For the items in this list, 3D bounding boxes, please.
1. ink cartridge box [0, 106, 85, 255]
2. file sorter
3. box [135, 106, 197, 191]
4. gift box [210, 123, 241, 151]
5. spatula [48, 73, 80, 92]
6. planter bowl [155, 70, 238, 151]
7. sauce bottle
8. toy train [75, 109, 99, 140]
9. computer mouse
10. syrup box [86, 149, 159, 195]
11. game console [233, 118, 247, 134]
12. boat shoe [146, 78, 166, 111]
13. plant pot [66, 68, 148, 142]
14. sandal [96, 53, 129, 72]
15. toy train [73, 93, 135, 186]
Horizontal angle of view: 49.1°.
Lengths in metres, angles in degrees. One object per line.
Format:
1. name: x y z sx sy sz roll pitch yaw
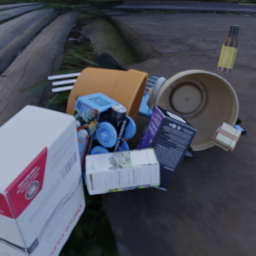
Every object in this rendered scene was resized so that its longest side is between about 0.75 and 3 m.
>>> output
1. ink cartridge box: -1.997 1.389 5.940 1.232 2.955 2.146 14 39 15
2. file sorter: 0.973 -1.458 12.515 1.220 1.079 1.759 24 39 32
3. box: 0.922 0.533 7.943 0.997 1.911 1.414 23 12 -10
4. gift box: 3.245 0.306 9.252 0.729 0.781 0.720 29 82 7
5. spatula: -2.731 -2.541 15.166 2.979 0.239 2.071 -12 39 -18
6. planter bowl: 2.233 -0.826 10.112 2.784 2.784 1.874 -1 22 -1
7. sauce bottle: 3.305 -2.550 9.142 0.481 1.487 0.481 11 12 -2
8. toy train: -0.970 -0.092 6.446 0.421 0.563 0.987 -22 11 12
9. computer mouse: 1.403 0.256 9.129 0.487 2.115 1.485 -33 47 23
10. syrup box: -0.148 1.040 6.766 1.711 0.697 0.674 -7 31 -5
11. game console: 4.318 -0.114 11.228 0.729 0.149 1.236 -8 33 -12
12. boat shoe: 1.006 -1.260 10.650 0.514 1.658 0.597 34 51 18
13. plant pot: -0.725 -0.773 9.312 1.972 2.818 2.818 21 35 6
14. sandal: -0.398 -2.199 11.804 2.324 0.873 0.556 36 37 -7
15. toy train: -0.851 0.455 7.734 1.582 2.770 1.201 33 31 26
